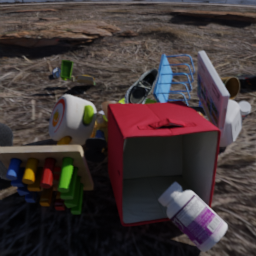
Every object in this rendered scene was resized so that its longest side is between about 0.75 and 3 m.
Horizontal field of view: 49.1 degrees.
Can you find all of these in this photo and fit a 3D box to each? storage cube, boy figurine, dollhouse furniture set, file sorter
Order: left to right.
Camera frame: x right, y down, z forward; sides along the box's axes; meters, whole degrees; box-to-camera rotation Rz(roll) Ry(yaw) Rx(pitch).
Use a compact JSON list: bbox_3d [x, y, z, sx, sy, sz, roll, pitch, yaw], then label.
[{"bbox_3d":[-2.469,-2.755,14.078,1.708,0.857,1.119,8,0,-6],"label":"dollhouse furniture set"},{"bbox_3d":[-0.999,0.255,9.220,0.724,1.397,2.247,7,20,-7],"label":"boy figurine"},{"bbox_3d":[0.681,0.744,7.198,2.225,2.603,2.340,-4,24,-11],"label":"storage cube"},{"bbox_3d":[1.983,-1.869,11.696,1.231,1.392,2.006,2,64,25],"label":"file sorter"}]

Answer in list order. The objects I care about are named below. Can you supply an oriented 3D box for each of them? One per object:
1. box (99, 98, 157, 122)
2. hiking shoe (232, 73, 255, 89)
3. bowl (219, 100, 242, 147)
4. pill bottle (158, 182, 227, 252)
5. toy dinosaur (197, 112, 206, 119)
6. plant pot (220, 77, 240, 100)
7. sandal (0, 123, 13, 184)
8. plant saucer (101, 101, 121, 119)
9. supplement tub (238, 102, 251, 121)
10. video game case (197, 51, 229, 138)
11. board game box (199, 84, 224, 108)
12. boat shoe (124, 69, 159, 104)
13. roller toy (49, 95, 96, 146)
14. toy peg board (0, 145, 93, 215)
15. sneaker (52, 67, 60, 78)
[{"bbox_3d":[0.021,-0.669,11.528,1.366,0.534,2.241,21,38,32],"label":"box"},{"bbox_3d":[6.172,-2.518,14.390,2.072,0.785,1.043,-1,34,1],"label":"hiking shoe"},{"bbox_3d":[3.501,-0.126,9.645,0.515,1.378,1.380,14,48,38],"label":"bowl"},{"bbox_3d":[1.375,1.914,6.200,1.442,0.810,0.810,44,47,17],"label":"pill bottle"},{"bbox_3d":[2.210,-0.300,10.108,1.471,1.107,2.168,-6,-5,-10],"label":"toy dinosaur"},{"bbox_3d":[4.490,-1.949,13.343,1.073,1.073,1.151,-17,22,-26],"label":"plant pot"},{"bbox_3d":[-4.108,0.815,8.935,1.049,0.629,2.792,-2,42,-37],"label":"sandal"},{"bbox_3d":[-0.004,-0.173,9.059,2.062,0.377,2.062,42,17,-16],"label":"plant saucer"},{"bbox_3d":[4.537,-0.650,11.186,0.544,0.775,0.544,-2,63,5],"label":"supplement tub"},{"bbox_3d":[2.401,-0.956,8.137,0.230,1.768,1.943,-14,50,2],"label":"video game case"},{"bbox_3d":[3.625,-1.417,12.173,0.963,0.285,1.266,12,66,2],"label":"board game box"},{"bbox_3d":[0.519,-1.545,10.700,0.779,0.766,2.161,32,57,-7],"label":"boat shoe"},{"bbox_3d":[-1.957,-0.236,9.489,1.220,1.746,1.593,18,18,-32],"label":"roller toy"},{"bbox_3d":[-2.013,1.395,6.931,1.976,1.984,0.970,-2,51,3],"label":"toy peg board"},{"bbox_3d":[-4.074,-3.034,15.763,0.388,0.381,1.008,-24,31,13],"label":"sneaker"}]
